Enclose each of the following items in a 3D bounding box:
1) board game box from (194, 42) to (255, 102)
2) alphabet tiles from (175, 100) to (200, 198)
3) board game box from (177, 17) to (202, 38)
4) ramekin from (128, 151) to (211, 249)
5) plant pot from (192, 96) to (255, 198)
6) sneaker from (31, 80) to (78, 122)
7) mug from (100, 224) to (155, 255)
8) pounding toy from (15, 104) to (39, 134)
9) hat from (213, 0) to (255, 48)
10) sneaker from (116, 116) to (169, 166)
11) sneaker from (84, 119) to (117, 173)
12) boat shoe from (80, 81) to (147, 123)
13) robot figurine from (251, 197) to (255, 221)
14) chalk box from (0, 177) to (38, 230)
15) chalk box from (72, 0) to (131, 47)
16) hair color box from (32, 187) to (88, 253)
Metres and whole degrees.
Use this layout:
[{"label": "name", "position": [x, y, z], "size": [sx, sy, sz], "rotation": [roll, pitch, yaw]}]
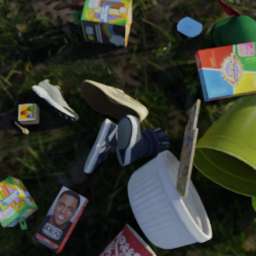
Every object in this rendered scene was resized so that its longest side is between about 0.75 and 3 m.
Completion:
[{"label": "board game box", "position": [4.320, -2.323, 11.552], "size": [2.713, 0.547, 2.076], "rotation": [-10, 81, -3]}, {"label": "alphabet tiles", "position": [1.804, 0.650, 8.539], "size": [0.106, 2.337, 2.796], "rotation": [10, 81, 6]}, {"label": "board game box", "position": [2.767, -4.491, 12.699], "size": [1.096, 0.213, 0.866], "rotation": [36, 79, 17]}, {"label": "ramekin", "position": [1.240, 2.348, 8.886], "size": [1.534, 2.922, 2.922], "rotation": [-30, 72, 15]}, {"label": "plant pot", "position": [3.822, 0.441, 9.232], "size": [2.688, 2.688, 2.588], "rotation": [32, 71, 11]}, {"label": "sneaker", "position": [-2.816, -1.122, 11.177], "size": [2.313, 0.855, 0.917], "rotation": [40, 71, 13]}, {"label": "mug", "position": [-0.163, 4.494, 8.933], "size": [2.053, 1.369, 1.822], "rotation": [-42, 74, -10]}, {"label": "pounding toy", "position": [-4.076, -0.340, 11.060], "size": [0.969, 0.505, 1.103], "rotation": [-5, 70, -2]}, {"label": "hat", "position": [4.834, -4.421, 11.507], "size": [2.695, 2.372, 2.232], "rotation": [-21, 71, -7]}, {"label": "sneaker", "position": [0.571, 0.246, 9.262], "size": [1.780, 2.463, 0.936], "rotation": [-15, 61, -16]}, {"label": "sneaker", "position": [-0.875, 0.779, 10.409], "size": [0.847, 0.837, 2.134], "rotation": [27, 74, -15]}, {"label": "boat shoe", "position": [-0.586, -1.079, 11.165], "size": [2.887, 1.042, 0.938], "rotation": [29, 37, 14]}, {"label": "robot figurine", "position": [5.237, 2.013, 9.494], "size": [2.495, 1.645, 2.843], "rotation": [6, 56, 42]}, {"label": "chalk box", "position": [-3.928, 2.715, 9.697], "size": [1.050, 1.057, 1.694], "rotation": [-37, 76, -11]}, {"label": "chalk box", "position": [-1.148, -4.667, 12.061], "size": [2.413, 1.506, 1.496], "rotation": [10, 71, 2]}, {"label": "hair color box", "position": [-2.315, 3.167, 9.766], "size": [0.997, 0.601, 1.964], "rotation": [25, 72, 9]}]
